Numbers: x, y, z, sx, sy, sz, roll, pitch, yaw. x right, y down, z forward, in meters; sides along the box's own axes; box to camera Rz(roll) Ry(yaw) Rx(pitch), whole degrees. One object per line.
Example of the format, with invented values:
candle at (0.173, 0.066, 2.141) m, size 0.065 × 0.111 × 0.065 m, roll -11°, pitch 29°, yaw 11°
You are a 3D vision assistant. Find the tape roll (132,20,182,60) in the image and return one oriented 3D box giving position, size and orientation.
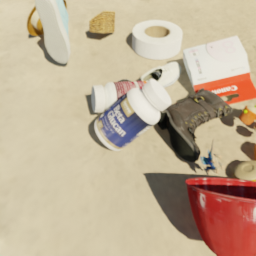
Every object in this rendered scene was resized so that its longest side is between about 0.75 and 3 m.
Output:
tape roll at (1.168, -3.652, 11.523) m, size 2.054 × 0.719 × 2.054 m, roll 0°, pitch 47°, yaw 0°

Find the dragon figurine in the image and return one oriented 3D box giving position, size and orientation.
dragon figurine at (1.915, 0.734, 6.551) m, size 0.325 × 1.104 × 0.549 m, roll -37°, pitch 27°, yaw -19°

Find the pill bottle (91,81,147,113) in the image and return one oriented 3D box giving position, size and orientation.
pill bottle at (-0.188, -0.910, 8.447) m, size 1.744 × 0.955 × 0.955 m, roll -4°, pitch 46°, yaw -16°

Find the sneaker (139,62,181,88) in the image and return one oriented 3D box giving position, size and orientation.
sneaker at (1.156, -1.778, 9.642) m, size 0.755 × 0.732 × 2.068 m, roll 44°, pitch 62°, yaw 14°

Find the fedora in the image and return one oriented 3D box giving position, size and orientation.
fedora at (-3.216, -4.488, 11.750) m, size 0.853 × 2.093 × 2.093 m, roll 46°, pitch 58°, yaw 7°

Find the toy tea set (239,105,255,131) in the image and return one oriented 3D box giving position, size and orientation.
toy tea set at (3.794, -0.416, 8.114) m, size 0.946 × 0.589 × 1.591 m, roll 35°, pitch 32°, yaw 11°

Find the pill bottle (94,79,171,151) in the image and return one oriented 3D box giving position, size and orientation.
pill bottle at (0.126, -0.345, 7.340) m, size 1.966 × 1.092 × 1.092 m, roll -39°, pitch 41°, yaw 25°

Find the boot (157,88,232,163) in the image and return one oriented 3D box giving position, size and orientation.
boot at (2.053, -0.266, 8.012) m, size 2.114 × 0.841 × 2.429 m, roll -18°, pitch 47°, yaw -12°

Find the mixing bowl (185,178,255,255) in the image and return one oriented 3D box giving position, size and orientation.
mixing bowl at (2.237, 1.762, 5.220) m, size 2.428 × 2.428 × 1.315 m, roll 5°, pitch 88°, yaw 5°

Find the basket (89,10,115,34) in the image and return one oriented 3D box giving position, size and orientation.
basket at (-1.142, -4.515, 11.869) m, size 0.869 × 0.907 × 1.218 m, roll 12°, pitch 25°, yaw 18°

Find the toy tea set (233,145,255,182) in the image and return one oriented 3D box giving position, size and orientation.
toy tea set at (4.019, 0.894, 7.256) m, size 2.710 × 1.003 × 1.611 m, roll -42°, pitch 29°, yaw -29°

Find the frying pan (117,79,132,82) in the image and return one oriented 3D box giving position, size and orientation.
frying pan at (-0.349, -1.303, 9.164) m, size 1.203 × 0.728 × 0.196 m, roll 12°, pitch 31°, yaw -13°

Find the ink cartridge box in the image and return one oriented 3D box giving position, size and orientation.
ink cartridge box at (3.011, -1.855, 9.230) m, size 1.914 × 0.672 × 2.355 m, roll -13°, pitch 54°, yaw 6°

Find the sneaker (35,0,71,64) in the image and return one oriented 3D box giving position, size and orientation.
sneaker at (-2.337, -3.463, 9.637) m, size 0.941 × 2.547 × 1.044 m, roll 16°, pitch 50°, yaw 14°
